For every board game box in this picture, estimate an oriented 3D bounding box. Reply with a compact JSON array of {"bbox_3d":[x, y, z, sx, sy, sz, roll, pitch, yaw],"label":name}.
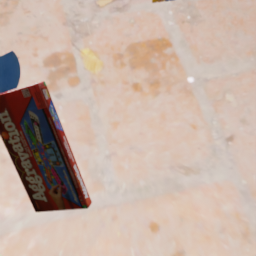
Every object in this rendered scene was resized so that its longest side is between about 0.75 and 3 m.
[{"bbox_3d":[-1.831,0.522,5.789,1.407,2.733,0.266,-10,18,23],"label":"board game box"},{"bbox_3d":[-2.112,-0.966,4.987,0.830,0.162,0.655,-10,88,34],"label":"board game box"}]

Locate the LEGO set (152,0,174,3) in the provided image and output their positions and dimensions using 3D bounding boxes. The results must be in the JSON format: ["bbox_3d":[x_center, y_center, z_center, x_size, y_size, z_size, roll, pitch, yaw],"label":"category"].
[{"bbox_3d":[1.061,-3.803,7.483,0.681,0.733,1.785,5,25,38],"label":"LEGO set"}]
